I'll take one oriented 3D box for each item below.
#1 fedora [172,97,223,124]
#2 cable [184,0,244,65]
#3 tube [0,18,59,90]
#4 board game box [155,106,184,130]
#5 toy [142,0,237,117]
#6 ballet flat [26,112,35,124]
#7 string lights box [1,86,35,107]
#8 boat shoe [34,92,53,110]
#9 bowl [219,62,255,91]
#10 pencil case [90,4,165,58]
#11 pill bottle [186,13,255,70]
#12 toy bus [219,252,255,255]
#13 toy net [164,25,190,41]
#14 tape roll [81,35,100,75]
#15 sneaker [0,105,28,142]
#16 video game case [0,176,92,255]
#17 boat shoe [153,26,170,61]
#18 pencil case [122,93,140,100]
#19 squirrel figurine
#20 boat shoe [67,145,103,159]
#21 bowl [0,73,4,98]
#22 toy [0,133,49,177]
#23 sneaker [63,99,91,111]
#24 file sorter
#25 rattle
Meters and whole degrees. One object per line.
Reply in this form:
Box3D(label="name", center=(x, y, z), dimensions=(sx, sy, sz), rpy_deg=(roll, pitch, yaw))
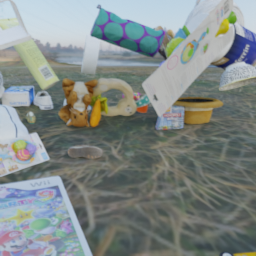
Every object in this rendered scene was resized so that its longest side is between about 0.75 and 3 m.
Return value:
Box3D(label="fedora", center=(2.479, -0.651, 10.547), dimensions=(2.108, 0.860, 2.108), rpy_deg=(-2, 14, 1))
Box3D(label="cable", center=(3.109, -3.469, 10.229), dimensions=(2.387, 2.387, 0.826), rpy_deg=(13, 33, -29))
Box3D(label="tube", center=(-3.429, -2.616, 9.761), dimensions=(0.696, 2.681, 0.778), rpy_deg=(-33, 10, -8))
Box3D(label="board game box", center=(1.445, -0.452, 9.590), dimensions=(0.990, 0.990, 0.305), rpy_deg=(-2, 15, -5))
Box3D(label="toy", center=(1.226, -1.567, 5.977), dimensions=(0.603, 2.553, 1.470), rpy_deg=(45, -3, 31))
Box3D(label="ballet flat", center=(-3.727, -0.428, 10.724), dimensions=(0.362, 0.362, 1.024), rpy_deg=(-6, 17, -22))
Box3D(label="string lights box", center=(-5.535, -1.616, 14.257), dimensions=(1.211, 0.695, 2.357), rpy_deg=(-3, 16, -11))
Box3D(label="boat shoe", center=(-4.065, -1.409, 13.499), dimensions=(0.808, 0.718, 2.196), rpy_deg=(-9, 18, -30))
Box3D(label="bowl", center=(2.716, -1.319, 6.957), dimensions=(1.039, 0.487, 1.039), rpy_deg=(-14, -5, -1))
Box3D(label="pencil case", center=(-0.015, -2.890, 8.513), dimensions=(2.169, 0.923, 1.002), rpy_deg=(18, 56, -7))
Box3D(label="pill bottle", center=(2.914, -2.558, 8.577), dimensions=(2.384, 1.380, 1.380), rpy_deg=(8, 9, -34))
Box3D(label="toy bus", center=(1.537, 1.675, 3.156), dimensions=(1.163, 0.379, 0.455), rpy_deg=(-2, 17, -7))
Box3D(label="toy net", center=(1.582, -2.393, 8.103), dimensions=(0.472, 1.281, 2.443), rpy_deg=(-31, 23, 14))
Box3D(label="tape roll", center=(-1.716, -3.308, 12.741), dimensions=(0.610, 1.744, 1.744), rpy_deg=(7, 14, -13))
Box3D(label="sneaker", center=(-3.674, -0.077, 7.759), dimensions=(1.049, 1.082, 2.963), rpy_deg=(14, 5, -39))
Box3D(label="video game case", center=(-1.760, 1.515, 3.938), dimensions=(2.067, 0.260, 2.887), rpy_deg=(-7, 17, -22))
Box3D(label="boat shoe", center=(1.250, -3.011, 10.296), dimensions=(0.512, 1.581, 0.569), rpy_deg=(3, 55, 38))
Box3D(label="pencil case", center=(0.172, -1.735, 15.281), dimensions=(0.951, 0.420, 0.420), rpy_deg=(5, 16, 16))
Box3D(label="squirrel figurine", center=(-1.819, -0.729, 10.080), dimensions=(1.218, 1.607, 1.722), rpy_deg=(1, -20, -27))
Box3D(label="boat shoe", center=(-1.076, 0.577, 7.155), dimensions=(0.913, 0.346, 0.328), rpy_deg=(5, 15, 10))
Box3D(label="bowl", center=(-6.417, -1.663, 12.358), dimensions=(1.324, 2.822, 2.822), rpy_deg=(41, -13, -36))
Box3D(label="toy", center=(-2.500, 0.546, 6.458), dimensions=(1.352, 0.779, 0.319), rpy_deg=(-20, -13, -46))
Box3D(label="sneaker", center=(-2.328, -1.034, 12.565), dimensions=(1.416, 0.501, 0.517), rpy_deg=(6, 17, 21))
Box3D(label="file sorter", center=(-3.318, -2.718, 7.128), dimensions=(1.150, 1.032, 1.657), rpy_deg=(-25, 36, -14))
Box3D(label="rattle", center=(-0.119, -0.688, 10.714), dimensions=(2.725, 1.774, 1.946), rpy_deg=(23, 19, -28))
